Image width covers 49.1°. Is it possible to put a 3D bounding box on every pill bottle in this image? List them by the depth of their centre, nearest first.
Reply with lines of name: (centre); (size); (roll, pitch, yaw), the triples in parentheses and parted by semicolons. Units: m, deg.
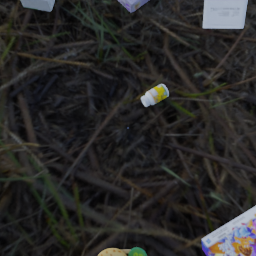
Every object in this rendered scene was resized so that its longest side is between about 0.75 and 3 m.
pill bottle: (0.803, -0.970, 8.501); (0.782, 0.441, 0.441); (-30, 75, -9)

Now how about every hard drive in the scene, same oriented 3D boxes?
hard drive: (2.142, -2.895, 6.127); (0.894, 1.356, 0.181); (9, 34, 21)

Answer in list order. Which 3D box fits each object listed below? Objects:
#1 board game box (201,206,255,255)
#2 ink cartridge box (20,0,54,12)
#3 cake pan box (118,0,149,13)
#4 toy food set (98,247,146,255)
board game box: (2.586, 2.105, 4.917); (2.093, 0.469, 1.408); (-27, 43, -10)
ink cartridge box: (-2.999, -4.790, 9.592); (1.001, 0.567, 1.365); (9, 73, 3)
cake pan box: (0.235, -5.131, 9.762); (1.809, 0.473, 1.666); (-42, 80, -11)
toy food set: (0.016, 3.957, 6.998); (1.796, 0.441, 1.814); (2, 73, 0)
